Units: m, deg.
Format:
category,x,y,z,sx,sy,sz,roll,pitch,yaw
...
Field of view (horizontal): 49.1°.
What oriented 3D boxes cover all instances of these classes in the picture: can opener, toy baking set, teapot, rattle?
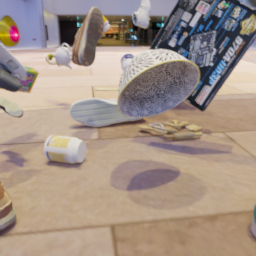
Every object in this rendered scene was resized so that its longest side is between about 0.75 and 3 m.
category,x,y,z,sx,sy,sz,roll,pitch,yaw
can opener,-3.276,-1.803,6.177,0.668,2.505,0.837,-30,44,9
toy baking set,1.533,0.092,9.954,2.124,0.247,1.630,-6,18,-16
teapot,-2.828,-3.220,12.651,0.653,0.883,0.894,13,-7,19
rattle,-3.509,-3.049,13.321,0.911,0.651,0.593,32,47,-12

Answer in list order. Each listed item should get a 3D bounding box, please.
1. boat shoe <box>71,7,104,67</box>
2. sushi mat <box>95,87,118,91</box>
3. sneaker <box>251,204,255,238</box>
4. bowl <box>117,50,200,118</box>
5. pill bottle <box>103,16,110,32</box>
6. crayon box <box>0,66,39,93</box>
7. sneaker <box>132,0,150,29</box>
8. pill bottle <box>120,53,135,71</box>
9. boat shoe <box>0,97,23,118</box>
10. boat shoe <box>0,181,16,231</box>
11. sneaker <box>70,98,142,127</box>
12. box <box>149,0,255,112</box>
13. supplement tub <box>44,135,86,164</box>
category,x,y,z,sx,sy,sz,roll,pitch,yaw
boat shoe,-1.313,-2.815,8.604,0.704,1.961,0.742,6,-15,35
sushi mat,-1.203,-2.309,16.598,1.493,0.090,0.714,1,21,1
sneaker,3.608,1.259,5.367,2.934,1.172,1.047,-11,23,-28
bowl,0.545,-1.156,6.479,1.983,1.983,0.931,-9,60,-22
pill bottle,-1.160,-4.389,11.503,0.483,0.884,0.483,-42,13,12
crayon box,-3.437,-1.531,8.550,0.374,0.763,1.284,36,15,23
sneaker,0.434,-4.025,9.689,0.600,1.038,0.382,-2,6,-39
pill bottle,0.059,-2.937,13.076,0.771,0.771,1.332,-2,32,-5
boat shoe,-3.243,-0.522,7.706,1.052,0.329,0.374,27,58,24
boat shoe,-3.365,1.200,5.779,2.782,0.999,1.053,11,23,28
sneaker,-0.780,-0.609,10.942,2.994,1.093,1.060,0,5,-17
box,1.996,-2.285,7.896,2.331,2.932,0.675,36,18,14
supplement tub,-1.739,0.603,7.795,0.993,0.722,0.722,6,21,15
